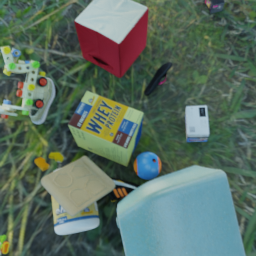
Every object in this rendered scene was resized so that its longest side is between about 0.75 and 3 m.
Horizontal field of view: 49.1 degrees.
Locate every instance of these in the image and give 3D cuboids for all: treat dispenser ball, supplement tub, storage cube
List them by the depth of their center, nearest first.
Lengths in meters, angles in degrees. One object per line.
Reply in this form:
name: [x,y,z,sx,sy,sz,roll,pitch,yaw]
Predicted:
supplement tub: [-1.650,2.188,8.530,1.320,1.320,1.825,-11,67,-5]
treat dispenser ball: [0.632,1.246,9.177,0.893,0.893,0.893,0,67,0]
storage cube: [-0.561,-3.570,10.640,1.938,2.038,2.267,31,71,12]

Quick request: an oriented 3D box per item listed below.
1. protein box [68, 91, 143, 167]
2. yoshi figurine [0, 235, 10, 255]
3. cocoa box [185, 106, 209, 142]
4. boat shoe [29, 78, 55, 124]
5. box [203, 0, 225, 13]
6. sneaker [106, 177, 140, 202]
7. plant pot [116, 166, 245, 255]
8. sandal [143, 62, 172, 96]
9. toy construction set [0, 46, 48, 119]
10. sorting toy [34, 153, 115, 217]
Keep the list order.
protein box: [-0.654,0.092,9.123,1.913,1.899,1.291,22,68,9]
yoshi figurine: [-3.770,3.245,7.914,0.617,1.098,0.615,52,53,-22]
cocoa box: [2.398,-0.126,9.833,0.735,0.724,1.103,-1,67,7]
boat shoe: [-3.167,-1.075,10.340,0.687,0.592,1.908,4,67,2]
box: [3.770,-5.617,12.354,0.567,0.492,0.928,-15,68,-6]
sneaker: [-0.254,2.082,9.078,1.634,0.571,0.735,15,89,3]
plant pot: [1.115,2.604,7.339,2.666,2.610,2.617,-12,86,-4]
sandal: [1.162,-1.812,10.586,0.345,0.576,1.533,32,99,-27]
toy construction set: [-3.645,-1.372,9.433,1.605,1.127,2.448,9,106,-33]
sorting toy: [-1.628,1.422,8.055,2.128,0.285,1.586,38,45,26]
